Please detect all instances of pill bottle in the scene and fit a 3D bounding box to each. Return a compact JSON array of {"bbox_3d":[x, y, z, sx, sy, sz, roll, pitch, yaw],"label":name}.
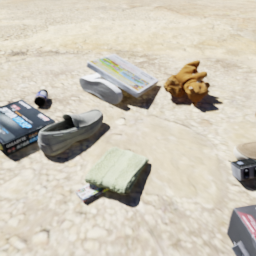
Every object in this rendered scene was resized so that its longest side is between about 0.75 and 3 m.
[{"bbox_3d":[-3.848,-1.360,12.471,0.516,0.516,0.922,-2,33,-2],"label":"pill bottle"}]

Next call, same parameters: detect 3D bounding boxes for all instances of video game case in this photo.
[{"bbox_3d":[-0.187,-2.562,13.315,2.808,0.321,2.556,33,32,11],"label":"video game case"}]

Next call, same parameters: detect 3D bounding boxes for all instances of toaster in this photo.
[{"bbox_3d":[3.488,1.215,8.346,0.699,0.459,0.773,-10,12,-5],"label":"toaster"}]

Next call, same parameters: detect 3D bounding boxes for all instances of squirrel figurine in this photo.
[{"bbox_3d":[2.663,-1.820,12.702,2.086,1.476,1.947,-11,42,10],"label":"squirrel figurine"}]

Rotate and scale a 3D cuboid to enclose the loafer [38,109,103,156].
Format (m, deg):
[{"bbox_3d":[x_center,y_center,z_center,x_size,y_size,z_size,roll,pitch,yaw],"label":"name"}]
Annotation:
[{"bbox_3d":[-1.942,-0.068,10.027,1.004,1.002,2.871,21,39,29],"label":"loafer"}]

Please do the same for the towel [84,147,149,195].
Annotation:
[{"bbox_3d":[-0.310,1.216,8.483,1.457,0.358,1.963,13,29,19],"label":"towel"}]

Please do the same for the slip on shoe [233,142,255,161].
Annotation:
[{"bbox_3d":[4.821,0.637,9.128,2.646,0.802,1.006,2,33,4],"label":"slip on shoe"}]

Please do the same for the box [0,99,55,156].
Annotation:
[{"bbox_3d":[-4.237,-0.116,10.482,2.537,0.584,2.017,28,42,36],"label":"box"}]

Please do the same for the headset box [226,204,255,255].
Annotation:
[{"bbox_3d":[3.551,2.573,5.969,2.573,0.993,1.914,-7,32,-9],"label":"headset box"}]

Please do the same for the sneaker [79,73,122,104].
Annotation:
[{"bbox_3d":[-0.868,-2.057,13.083,1.614,1.029,2.793,-29,42,-33],"label":"sneaker"}]

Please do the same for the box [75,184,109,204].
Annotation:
[{"bbox_3d":[-1.012,1.779,7.975,0.859,0.149,0.473,-23,40,-31],"label":"box"}]
